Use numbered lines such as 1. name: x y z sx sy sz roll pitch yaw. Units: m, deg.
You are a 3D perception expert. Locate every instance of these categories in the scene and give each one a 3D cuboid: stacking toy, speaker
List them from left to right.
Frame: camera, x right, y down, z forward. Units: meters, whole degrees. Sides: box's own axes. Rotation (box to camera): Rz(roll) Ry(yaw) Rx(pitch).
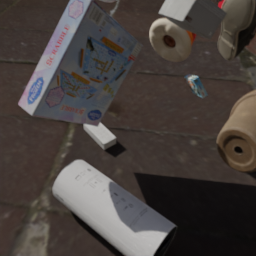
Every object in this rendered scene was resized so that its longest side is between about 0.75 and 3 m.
1. speaker: -0.360 1.920 6.445 2.889 1.173 1.173 29 51 27
2. stacking toy: 1.724 -3.158 8.781 1.439 1.439 1.969 28 61 25

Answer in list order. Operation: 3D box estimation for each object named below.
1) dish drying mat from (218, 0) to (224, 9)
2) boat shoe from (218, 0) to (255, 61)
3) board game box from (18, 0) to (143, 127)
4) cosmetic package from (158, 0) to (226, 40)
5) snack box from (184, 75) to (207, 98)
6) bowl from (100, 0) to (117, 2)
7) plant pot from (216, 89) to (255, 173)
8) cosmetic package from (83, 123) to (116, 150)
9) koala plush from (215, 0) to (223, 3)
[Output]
1. dish drying mat: 3.438 -4.686 9.345 0.186 2.042 0.784 -7 32 -23
2. boat shoe: 2.900 -2.744 7.158 0.762 2.673 0.894 -38 71 -4
3. board game box: -0.930 -1.314 6.523 0.520 2.520 2.526 34 9 24
4. cosmetic package: 1.391 -2.590 6.336 0.832 0.702 1.557 22 17 -26
5. snack box: 1.726 -1.081 7.177 0.168 0.525 0.903 -30 13 6
6. bowl: -0.942 -4.153 7.701 1.380 1.378 0.515 33 65 27
7. plant pot: 2.436 0.148 5.355 1.387 1.590 1.590 -25 49 -34
8. cosmetic package: -0.905 0.177 8.860 0.478 0.293 1.158 -28 51 -26
9. koala plush: 2.407 -3.900 7.510 0.802 0.737 0.711 33 21 -14
